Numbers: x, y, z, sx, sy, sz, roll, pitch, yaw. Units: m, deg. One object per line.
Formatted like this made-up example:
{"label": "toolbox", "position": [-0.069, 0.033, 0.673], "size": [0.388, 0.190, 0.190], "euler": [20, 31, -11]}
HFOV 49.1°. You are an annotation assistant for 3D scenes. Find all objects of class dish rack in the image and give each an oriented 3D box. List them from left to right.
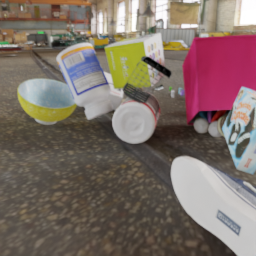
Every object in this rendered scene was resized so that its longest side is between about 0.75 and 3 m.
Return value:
{"label": "dish rack", "position": [0.488, -1.310, 7.990], "size": [1.003, 1.308, 0.357], "euler": [26, 18, -26]}

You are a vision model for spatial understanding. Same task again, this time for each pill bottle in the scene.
{"label": "pill bottle", "position": [-1.399, -1.555, 9.683], "size": [1.339, 2.390, 1.339], "euler": [-24, 3, 1]}
{"label": "pill bottle", "position": [0.386, -0.499, 9.570], "size": [1.341, 1.341, 2.422], "euler": [4, 20, 11]}

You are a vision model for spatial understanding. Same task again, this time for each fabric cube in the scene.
{"label": "fabric cube", "position": [3.173, -1.469, 9.420], "size": [2.306, 2.343, 2.351], "euler": [-3, -10, 2]}

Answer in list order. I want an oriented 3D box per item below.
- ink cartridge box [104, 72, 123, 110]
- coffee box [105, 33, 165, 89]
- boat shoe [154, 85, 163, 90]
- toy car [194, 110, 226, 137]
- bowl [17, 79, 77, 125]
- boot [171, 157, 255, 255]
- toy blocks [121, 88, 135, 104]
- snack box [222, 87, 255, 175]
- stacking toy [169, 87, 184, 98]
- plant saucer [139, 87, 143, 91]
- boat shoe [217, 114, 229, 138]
{"label": "ink cartridge box", "position": [-0.848, -1.600, 11.815], "size": [1.204, 0.701, 1.654], "euler": [18, 37, -11]}
{"label": "coffee box", "position": [0.277, -2.178, 9.197], "size": [1.413, 1.411, 1.397], "euler": [1, 27, 29]}
{"label": "boat shoe", "position": [1.794, -2.375, 16.389], "size": [0.263, 0.217, 0.767], "euler": [14, 24, 34]}
{"label": "toy car", "position": [2.936, -0.304, 9.570], "size": [1.283, 0.962, 1.122], "euler": [17, 27, 37]}
{"label": "bowl", "position": [-2.980, -0.821, 10.376], "size": [2.152, 1.158, 2.152], "euler": [12, 33, -8]}
{"label": "boot", "position": [2.042, 1.410, 5.083], "size": [1.307, 1.052, 2.893], "euler": [-2, 27, -27]}
{"label": "toy blocks", "position": [0.486, -1.583, 12.493], "size": [1.197, 1.423, 1.329], "euler": [0, 18, -25]}
{"label": "snack box", "position": [2.795, -0.051, 6.589], "size": [0.415, 1.299, 2.236], "euler": [19, 24, 2]}
{"label": "stacking toy", "position": [2.835, -1.889, 14.924], "size": [1.197, 0.373, 1.587], "euler": [2, 18, 1]}
{"label": "plant saucer", "position": [0.445, -1.923, 12.433], "size": [0.114, 0.773, 0.773], "euler": [-37, 23, 3]}
{"label": "boat shoe", "position": [4.124, -0.090, 8.303], "size": [2.778, 1.026, 1.028], "euler": [2, -12, -4]}
